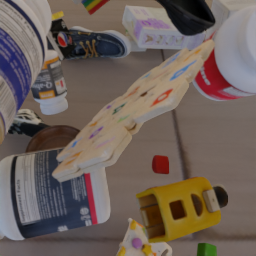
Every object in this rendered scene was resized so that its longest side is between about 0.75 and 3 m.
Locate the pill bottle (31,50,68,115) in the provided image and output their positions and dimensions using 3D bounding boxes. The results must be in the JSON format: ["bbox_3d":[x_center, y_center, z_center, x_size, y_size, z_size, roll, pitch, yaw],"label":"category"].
[{"bbox_3d":[-1.539,-0.861,5.347,0.647,1.112,0.647,-8,27,4],"label":"pill bottle"}]

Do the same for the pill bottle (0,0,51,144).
[{"bbox_3d":[-1.985,-0.950,3.682,1.576,1.576,2.634,5,48,5],"label":"pill bottle"}]

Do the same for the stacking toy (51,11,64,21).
[{"bbox_3d":[-1.996,-2.430,5.496,1.186,0.894,0.279,-20,29,3],"label":"stacking toy"}]

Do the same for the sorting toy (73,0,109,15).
[{"bbox_3d":[-0.730,-4.387,8.211,2.132,0.746,2.145,-36,39,8],"label":"sorting toy"}]

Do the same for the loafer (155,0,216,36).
[{"bbox_3d":[1.019,-3.283,6.444,0.998,2.844,0.966,7,65,54],"label":"loafer"}]

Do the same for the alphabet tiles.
[{"bbox_3d":[0.015,-0.279,4.161,0.198,2.648,2.707,50,47,-13],"label":"alphabet tiles"}]

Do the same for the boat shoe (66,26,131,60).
[{"bbox_3d":[-1.358,-2.862,10.037,2.826,1.000,1.283,19,48,27],"label":"boat shoe"}]

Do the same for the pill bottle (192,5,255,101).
[{"bbox_3d":[2.264,-1.383,5.466,1.532,1.532,2.730,0,1,-2],"label":"pill bottle"}]

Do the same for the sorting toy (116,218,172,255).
[{"bbox_3d":[0.310,2.318,5.215,0.986,0.585,1.095,28,49,1],"label":"sorting toy"}]

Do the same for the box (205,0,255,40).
[{"bbox_3d":[3.932,-3.288,9.600,2.086,2.097,1.371,-6,43,-6],"label":"box"}]

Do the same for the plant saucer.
[{"bbox_3d":[-1.657,0.658,6.765,1.571,0.287,1.571,3,57,-5],"label":"plant saucer"}]

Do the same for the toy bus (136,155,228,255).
[{"bbox_3d":[0.819,0.971,3.538,1.309,0.717,1.387,35,59,-7],"label":"toy bus"}]

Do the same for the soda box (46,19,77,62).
[{"bbox_3d":[-2.260,-1.891,6.539,2.080,0.736,0.659,0,43,34],"label":"soda box"}]

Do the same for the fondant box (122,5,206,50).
[{"bbox_3d":[1.327,-3.795,10.626,2.623,0.764,1.892,-6,47,-22],"label":"fondant box"}]

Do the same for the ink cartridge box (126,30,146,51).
[{"bbox_3d":[0.300,-3.413,10.887,0.753,0.454,1.037,-2,43,-2],"label":"ink cartridge box"}]

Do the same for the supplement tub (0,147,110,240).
[{"bbox_3d":[-1.566,1.225,5.442,2.265,1.589,1.589,-9,46,-9],"label":"supplement tub"}]

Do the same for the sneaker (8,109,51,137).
[{"bbox_3d":[-2.592,-0.180,7.524,1.721,0.638,0.762,13,49,12],"label":"sneaker"}]
